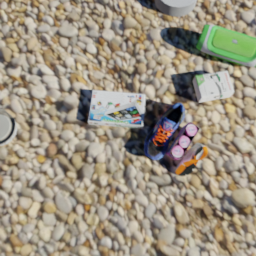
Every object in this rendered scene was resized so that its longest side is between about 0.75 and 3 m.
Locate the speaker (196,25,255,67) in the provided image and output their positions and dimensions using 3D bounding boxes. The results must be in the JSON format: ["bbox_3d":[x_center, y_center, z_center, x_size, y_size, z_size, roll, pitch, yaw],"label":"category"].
[{"bbox_3d":[4.457,-3.537,12.100,2.796,1.236,1.236,19,73,6],"label":"speaker"}]

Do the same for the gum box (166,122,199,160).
[{"bbox_3d":[2.097,0.569,10.929,0.495,0.850,1.497,35,77,1],"label":"gum box"}]

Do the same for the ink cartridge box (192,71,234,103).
[{"bbox_3d":[3.582,-1.744,11.822,1.430,0.603,1.045,-11,74,-4],"label":"ink cartridge box"}]

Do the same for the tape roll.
[{"bbox_3d":[2.282,-6.299,13.250,2.009,0.664,2.009,0,72,-1],"label":"tape roll"}]

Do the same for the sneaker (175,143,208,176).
[{"bbox_3d":[2.419,1.230,10.958,0.591,0.718,1.560,42,99,-15],"label":"sneaker"}]

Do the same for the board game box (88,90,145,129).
[{"bbox_3d":[-0.457,-0.774,11.638,2.259,0.391,1.426,6,73,2],"label":"board game box"}]

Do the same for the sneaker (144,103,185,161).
[{"bbox_3d":[1.424,0.045,11.035,1.012,1.054,2.687,26,74,9],"label":"sneaker"}]

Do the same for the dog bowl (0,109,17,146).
[{"bbox_3d":[-5.269,0.029,11.354,1.565,0.459,1.565,0,72,0],"label":"dog bowl"}]
